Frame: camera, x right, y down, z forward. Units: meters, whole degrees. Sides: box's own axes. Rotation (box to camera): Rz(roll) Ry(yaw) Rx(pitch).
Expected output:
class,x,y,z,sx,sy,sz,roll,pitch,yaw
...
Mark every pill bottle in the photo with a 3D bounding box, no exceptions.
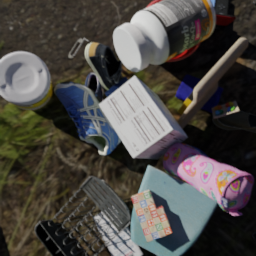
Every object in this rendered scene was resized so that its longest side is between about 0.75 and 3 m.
class,x,y,z,sx,sy,sz,roll,pitch,yaw
pill bottle,-3.372,-1.421,9.418,1.593,2.788,1.593,0,89,-14
pill bottle,1.121,-2.999,8.711,2.954,1.719,1.719,-33,73,-19

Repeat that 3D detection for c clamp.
class,x,y,z,sx,sy,sz,roll,pitch,yaw
c clamp,-1.907,-2.990,10.499,0.987,0.134,0.844,-52,40,11

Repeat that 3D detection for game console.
class,x,y,z,sx,sy,sz,roll,pitch,yaw
game console,2.835,-5.137,11.506,2.884,1.712,2.486,11,71,3

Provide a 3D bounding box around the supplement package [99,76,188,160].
class,x,y,z,sx,sy,sz,roll,pitch,yaw
supplement package,0.541,-0.164,8.134,1.277,2.303,1.794,-37,72,12

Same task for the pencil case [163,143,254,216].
class,x,y,z,sx,sy,sz,roll,pitch,yaw
pencil case,1.969,1.224,7.276,1.103,2.523,1.103,-9,110,-26

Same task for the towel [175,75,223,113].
class,x,y,z,sx,sy,sz,roll,pitch,yaw
towel,2.752,-1.316,10.875,1.612,0.399,1.190,26,66,9

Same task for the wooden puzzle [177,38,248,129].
class,x,y,z,sx,sy,sz,roll,pitch,yaw
wooden puzzle,2.492,-1.309,9.050,0.524,2.814,2.603,40,73,12

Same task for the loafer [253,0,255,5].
class,x,y,z,sx,sy,sz,roll,pitch,yaw
loafer,5.928,-5.804,12.486,0.857,0.310,0.312,-38,76,-12

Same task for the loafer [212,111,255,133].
class,x,y,z,sx,sy,sz,roll,pitch,yaw
loafer,4.186,-0.322,10.302,2.087,0.727,0.785,7,70,2

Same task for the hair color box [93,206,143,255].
class,x,y,z,sx,sy,sz,roll,pitch,yaw
hair color box,-0.341,3.476,9.050,0.872,0.534,1.761,-29,72,-9

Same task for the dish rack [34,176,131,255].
class,x,y,z,sx,sy,sz,roll,pitch,yaw
dish rack,-1.341,2.984,8.672,2.116,0.753,2.759,45,102,13

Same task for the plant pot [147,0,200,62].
class,x,y,z,sx,sy,sz,roll,pitch,yaw
plant pot,1.407,-3.450,10.503,2.267,2.006,2.267,0,95,-5

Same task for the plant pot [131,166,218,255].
class,x,y,z,sx,sy,sz,roll,pitch,yaw
plant pot,1.153,2.654,8.589,2.178,2.172,2.218,25,83,9

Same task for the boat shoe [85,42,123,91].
class,x,y,z,sx,sy,sz,roll,pitch,yaw
boat shoe,-0.507,-1.709,8.407,0.679,2.183,0.814,6,66,25

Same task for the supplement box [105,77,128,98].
class,x,y,z,sx,sy,sz,roll,pitch,yaw
supplement box,-0.154,-0.999,8.747,0.829,0.829,0.557,-38,71,2

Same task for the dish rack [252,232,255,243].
class,x,y,z,sx,sy,sz,roll,pitch,yaw
dish rack,4.604,3.602,9.155,0.962,0.263,0.738,-26,73,-9

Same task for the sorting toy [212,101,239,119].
class,x,y,z,sx,sy,sz,roll,pitch,yaw
sorting toy,2.855,-0.556,8.284,0.732,0.791,0.144,-17,111,20

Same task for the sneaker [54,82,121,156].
class,x,y,z,sx,sy,sz,roll,pitch,yaw
sneaker,-1.311,-0.305,9.268,2.941,1.113,1.133,45,45,-19

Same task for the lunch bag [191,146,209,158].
class,x,y,z,sx,sy,sz,roll,pitch,yaw
lunch bag,2.207,1.276,8.957,0.744,1.168,0.993,-23,116,-26

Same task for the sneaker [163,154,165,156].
class,x,y,z,sx,sy,sz,roll,pitch,yaw
sneaker,1.235,0.581,10.023,0.733,0.507,1.214,-36,72,-21

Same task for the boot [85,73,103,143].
class,x,y,z,sx,sy,sz,roll,pitch,yaw
boot,-1.370,-0.745,10.247,0.896,1.113,2.464,0,70,0

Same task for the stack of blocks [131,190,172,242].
class,x,y,z,sx,sy,sz,roll,pitch,yaw
stack of blocks,0.622,2.302,7.485,0.696,0.354,1.209,-22,81,3
